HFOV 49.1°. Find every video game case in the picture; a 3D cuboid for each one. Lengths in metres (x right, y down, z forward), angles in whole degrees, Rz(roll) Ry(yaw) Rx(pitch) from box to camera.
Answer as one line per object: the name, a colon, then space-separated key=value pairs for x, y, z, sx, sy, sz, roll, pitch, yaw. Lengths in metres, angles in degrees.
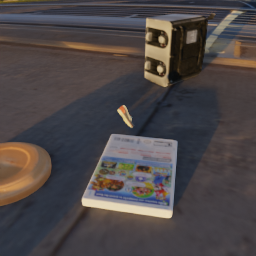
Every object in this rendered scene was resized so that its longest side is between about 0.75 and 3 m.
video game case: x=0.194 y=0.987 z=6.762 sx=1.869 sy=0.235 sz=2.610 roll=6 pitch=30 yaw=9

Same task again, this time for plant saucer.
plant saucer: x=-2.991 y=0.962 z=6.690 sx=2.227 sy=0.359 sz=2.227 roll=-1 pitch=30 yaw=0

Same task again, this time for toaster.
toaster: x=2.071 y=-3.474 z=12.037 sx=2.904 sy=2.626 sz=1.723 roll=-24 pitch=38 yaw=-35

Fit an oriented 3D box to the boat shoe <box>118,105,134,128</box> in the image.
boat shoe: x=-0.020 y=-0.323 z=8.271 sx=0.242 sy=0.774 sz=0.276 roll=-42 pitch=32 yaw=-13
